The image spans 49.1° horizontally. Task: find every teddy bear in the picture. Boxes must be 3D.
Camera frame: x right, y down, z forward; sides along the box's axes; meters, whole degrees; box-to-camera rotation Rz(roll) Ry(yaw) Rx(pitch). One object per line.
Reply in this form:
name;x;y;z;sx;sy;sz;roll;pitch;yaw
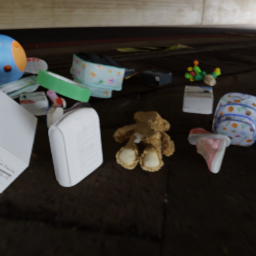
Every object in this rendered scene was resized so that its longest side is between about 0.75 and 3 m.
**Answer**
teddy bear;0.436;0.404;7.461;1.629;0.750;2.247;-9;32;0

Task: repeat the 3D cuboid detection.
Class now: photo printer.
photo printer;-1.160;0.356;6.355;0.539;1.551;1.291;11;28;29

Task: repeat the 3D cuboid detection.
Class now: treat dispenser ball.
treat dispenser ball;-6.054;-3.223;13.329;2.301;2.301;2.301;0;24;0

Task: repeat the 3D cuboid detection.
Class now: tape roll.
tape roll;-2.142;-1.407;9.381;1.807;0.434;1.807;22;8;-3

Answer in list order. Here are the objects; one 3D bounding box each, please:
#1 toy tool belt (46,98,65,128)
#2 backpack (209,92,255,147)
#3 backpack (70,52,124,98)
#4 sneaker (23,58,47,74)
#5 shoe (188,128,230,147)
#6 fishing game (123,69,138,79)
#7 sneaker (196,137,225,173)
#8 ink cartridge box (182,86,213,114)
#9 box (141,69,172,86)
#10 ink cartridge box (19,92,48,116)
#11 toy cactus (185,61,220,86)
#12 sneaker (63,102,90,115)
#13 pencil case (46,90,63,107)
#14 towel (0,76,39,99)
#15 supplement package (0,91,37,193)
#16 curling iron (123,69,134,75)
toy tool belt;-2.352;-0.455;8.784;0.599;0.975;0.609;5;6;37
backpack;3.054;-0.249;7.860;1.492;1.421;1.149;7;42;16
backpack;-1.246;-2.146;11.456;1.960;1.710;2.230;6;12;-31
sneaker;-5.582;-3.348;15.425;2.204;0.849;0.902;-5;7;-11
shoe;2.302;0.252;7.973;1.133;0.405;0.515;4;28;17
fishing game;-0.397;-2.999;15.119;1.222;0.265;1.707;-28;35;-26
sneaker;1.983;0.634;6.975;0.708;0.510;1.355;11;28;22
ink cartridge box;2.658;-1.098;10.697;1.047;0.604;1.443;6;25;12
box;1.401;-2.537;14.011;0.899;0.502;1.273;-24;33;-36
ink cartridge box;-3.469;-0.888;10.288;0.921;0.534;1.276;-8;23;-20
toy cactus;3.884;-2.641;13.973;1.917;0.980;1.581;1;33;-18
sneaker;-1.694;-0.394;9.395;1.389;0.525;0.802;-29;41;-31
pencil case;-2.800;-1.108;10.663;0.345;0.345;0.789;-19;56;-36
towel;-4.443;-1.320;10.521;2.067;0.498;1.770;-27;10;-32
supplement package;-3.198;0.132;6.044;1.330;1.869;2.399;-44;26;9
curling iron;-1.091;-2.780;14.544;2.892;0.370;0.717;-5;10;-6
